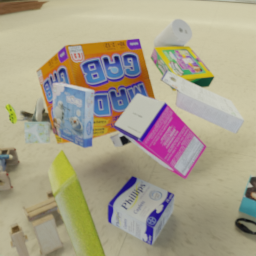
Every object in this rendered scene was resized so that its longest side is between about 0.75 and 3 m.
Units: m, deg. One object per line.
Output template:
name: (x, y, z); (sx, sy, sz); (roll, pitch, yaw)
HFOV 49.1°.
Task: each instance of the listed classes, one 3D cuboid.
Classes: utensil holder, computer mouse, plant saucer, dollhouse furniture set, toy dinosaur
utensil holder: (1.959, -3.932, 12.357); (1.175, 1.383, 1.175); (9, 69, -24)
computer mouse: (4.008, 3.388, 8.097); (0.629, 0.365, 2.146); (-38, 39, -8)
plant saucer: (-1.174, 1.724, 5.980); (0.512, 2.137, 2.140); (-21, 14, -17)
dollhouse furniture set: (-4.992, 0.944, 9.910); (1.560, 2.226, 1.569); (-5, 35, -7)
dollhouse furniture set: (-2.798, 2.967, 8.673); (1.719, 0.984, 2.016); (-18, 15, -26)
toy dinosaur: (-3.831, -0.451, 13.364); (2.450, 0.943, 1.253); (9, 49, -1)

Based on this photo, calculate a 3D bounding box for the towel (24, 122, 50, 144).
towel: (-3.372, 0.179, 10.422); (0.944, 0.808, 0.227); (0, 5, -4)

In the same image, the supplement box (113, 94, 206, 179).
supplement box: (0.887, 0.255, 7.291); (1.140, 2.206, 1.117); (-54, 39, -7)

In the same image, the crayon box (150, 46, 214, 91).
crayon box: (2.134, -2.427, 11.217); (1.760, 0.595, 2.040); (-10, 53, -24)

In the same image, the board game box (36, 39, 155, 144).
board game box: (-1.122, -1.212, 9.874); (2.807, 2.807, 2.809); (-17, 5, -35)

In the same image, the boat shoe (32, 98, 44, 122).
boat shoe: (-3.588, -0.706, 11.047); (0.337, 0.397, 1.092); (-12, 61, 19)

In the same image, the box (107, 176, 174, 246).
box: (0.411, 2.528, 8.817); (1.624, 0.852, 1.493); (19, 38, 26)

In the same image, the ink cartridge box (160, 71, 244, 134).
ink cartridge box: (2.078, -0.887, 8.490); (2.471, 0.502, 2.466); (27, 21, 3)

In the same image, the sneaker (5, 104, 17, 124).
sneaker: (-3.942, -0.471, 9.572); (0.280, 0.316, 0.755); (-26, 73, 1)

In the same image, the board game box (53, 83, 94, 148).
board game box: (-1.503, -0.373, 7.504); (1.482, 1.475, 0.321); (18, 20, 41)

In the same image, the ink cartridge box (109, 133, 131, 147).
ink cartridge box: (0.041, 0.240, 9.052); (1.055, 0.416, 2.122); (-24, 1, -10)

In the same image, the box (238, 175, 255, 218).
box: (5.176, 2.594, 8.839); (2.933, 0.721, 1.207); (19, 39, 25)
